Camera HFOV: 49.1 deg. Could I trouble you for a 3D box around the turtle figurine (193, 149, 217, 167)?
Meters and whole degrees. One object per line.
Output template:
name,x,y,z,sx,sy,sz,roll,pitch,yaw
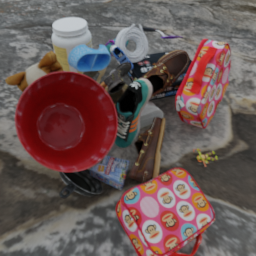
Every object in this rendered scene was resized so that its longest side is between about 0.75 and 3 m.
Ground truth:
turtle figurine,2.670,1.045,9.640,0.749,0.299,0.928,-3,33,-15

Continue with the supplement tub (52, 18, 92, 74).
supplement tub,-2.561,-3.664,13.122,1.789,2.461,1.789,0,43,0

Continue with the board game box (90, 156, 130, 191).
board game box,-0.611,1.367,9.167,1.153,0.356,1.154,13,44,4

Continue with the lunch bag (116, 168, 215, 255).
lunch bag,1.093,2.345,7.388,2.405,0.985,2.118,-16,60,-32

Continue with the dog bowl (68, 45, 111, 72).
dog bowl,-1.265,-2.342,9.560,1.616,0.901,0.400,-14,55,-43

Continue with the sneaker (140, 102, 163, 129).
sneaker,0.245,-0.464,11.081,2.036,0.750,1.176,-14,30,-9

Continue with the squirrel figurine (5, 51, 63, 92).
squirrel figurine,-2.742,-1.044,10.271,1.880,2.479,2.656,-32,4,-4

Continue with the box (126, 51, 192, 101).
box,1.578,-2.352,12.172,2.958,0.680,2.351,-13,50,-20

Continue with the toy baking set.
toy baking set,-0.725,-1.381,11.130,1.649,0.250,2.149,-38,89,12

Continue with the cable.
cable,0.129,-3.395,11.541,1.424,1.424,0.493,-32,16,-12

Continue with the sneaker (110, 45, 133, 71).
sneaker,-0.254,-2.718,10.970,0.443,1.198,0.493,-44,14,0

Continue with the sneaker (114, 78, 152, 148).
sneaker,-0.088,-0.376,9.136,0.925,2.592,1.036,32,30,24

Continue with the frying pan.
frying pan,-1.360,1.698,8.029,1.570,0.423,2.596,33,9,-21

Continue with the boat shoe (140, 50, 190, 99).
boat shoe,1.137,-1.776,10.211,2.838,0.999,0.998,-41,15,3

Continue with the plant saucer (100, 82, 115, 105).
plant saucer,-0.763,-1.375,11.420,1.166,1.166,0.218,14,7,15

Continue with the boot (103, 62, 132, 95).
boot,-0.246,-1.544,8.851,1.186,0.410,1.032,-40,30,3

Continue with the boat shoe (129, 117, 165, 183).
boat shoe,0.697,0.610,9.592,0.987,0.988,2.808,10,44,7

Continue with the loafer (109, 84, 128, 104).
loafer,-0.353,-1.228,10.194,0.427,1.265,0.481,-35,97,-29

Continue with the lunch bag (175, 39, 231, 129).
lunch bag,2.778,-1.619,10.216,1.205,2.591,2.942,22,80,26

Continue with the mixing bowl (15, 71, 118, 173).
mixing bowl,-1.870,-0.118,8.372,2.820,1.527,2.820,3,83,-22

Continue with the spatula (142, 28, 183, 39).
spatula,1.306,-3.974,11.757,0.698,0.254,2.470,-8,31,-33

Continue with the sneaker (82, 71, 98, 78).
sneaker,-1.514,-2.678,12.138,1.305,0.488,0.693,-37,38,20

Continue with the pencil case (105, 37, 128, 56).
pencil case,-0.532,-3.894,13.102,0.665,0.722,1.563,16,34,11
